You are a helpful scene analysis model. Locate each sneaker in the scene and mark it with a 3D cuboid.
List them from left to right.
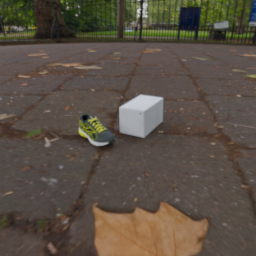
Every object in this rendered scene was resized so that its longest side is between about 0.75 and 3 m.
[{"bbox_3d":[-1.507,0.055,12.433,0.896,1.018,2.405,-27,33,-37],"label":"sneaker"}]

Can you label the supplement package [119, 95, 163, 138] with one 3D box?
[{"bbox_3d":[0.683,-0.632,13.700,1.338,1.333,2.280,11,25,26],"label":"supplement package"}]
